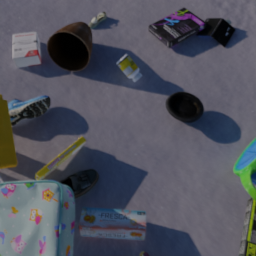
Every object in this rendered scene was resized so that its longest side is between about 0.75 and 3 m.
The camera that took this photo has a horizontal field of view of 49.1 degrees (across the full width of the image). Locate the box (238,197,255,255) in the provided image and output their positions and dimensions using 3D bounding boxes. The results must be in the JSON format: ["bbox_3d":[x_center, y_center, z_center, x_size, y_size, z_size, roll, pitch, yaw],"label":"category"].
[{"bbox_3d":[4.582,3.542,8.314,2.286,0.562,2.367,16,62,11],"label":"box"}]

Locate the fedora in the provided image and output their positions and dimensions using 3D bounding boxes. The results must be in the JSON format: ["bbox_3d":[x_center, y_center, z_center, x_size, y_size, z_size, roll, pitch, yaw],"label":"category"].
[{"bbox_3d":[2.100,-0.666,10.624,1.457,0.665,1.457,-1,58,1],"label":"fedora"}]

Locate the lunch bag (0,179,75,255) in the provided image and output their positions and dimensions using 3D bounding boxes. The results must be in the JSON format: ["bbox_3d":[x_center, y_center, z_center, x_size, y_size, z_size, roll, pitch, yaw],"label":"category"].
[{"bbox_3d":[-2.742,2.863,7.802,2.340,1.125,2.918,-4,73,10],"label":"lunch bag"}]

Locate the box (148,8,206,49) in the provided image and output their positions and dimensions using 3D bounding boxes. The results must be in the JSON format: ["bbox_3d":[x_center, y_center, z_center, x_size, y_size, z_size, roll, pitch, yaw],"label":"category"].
[{"bbox_3d":[2.248,-4.664,12.963,2.173,0.392,1.553,-33,60,-14],"label":"box"}]

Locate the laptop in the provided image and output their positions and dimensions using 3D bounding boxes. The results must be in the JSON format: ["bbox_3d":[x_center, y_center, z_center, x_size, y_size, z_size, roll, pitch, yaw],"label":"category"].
[{"bbox_3d":[4.076,-4.433,13.020,1.328,0.686,1.177,36,74,-9],"label":"laptop"}]

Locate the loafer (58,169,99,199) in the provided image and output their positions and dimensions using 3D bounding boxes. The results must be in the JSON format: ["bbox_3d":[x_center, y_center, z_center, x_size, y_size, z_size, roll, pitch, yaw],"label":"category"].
[{"bbox_3d":[-1.904,1.944,9.143,2.082,0.655,0.748,-28,62,-15],"label":"loafer"}]

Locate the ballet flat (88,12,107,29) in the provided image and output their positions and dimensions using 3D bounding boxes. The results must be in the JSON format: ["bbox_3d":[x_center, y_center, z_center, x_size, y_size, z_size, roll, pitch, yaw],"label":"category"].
[{"bbox_3d":[-1.483,-5.192,13.376,0.381,0.360,1.129,39,68,20],"label":"ballet flat"}]

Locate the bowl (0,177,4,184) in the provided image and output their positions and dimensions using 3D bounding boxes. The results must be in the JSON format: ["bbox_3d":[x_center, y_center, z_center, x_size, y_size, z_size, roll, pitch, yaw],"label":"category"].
[{"bbox_3d":[-4.916,2.206,8.640,2.143,0.800,2.140,-32,80,-27],"label":"bowl"}]

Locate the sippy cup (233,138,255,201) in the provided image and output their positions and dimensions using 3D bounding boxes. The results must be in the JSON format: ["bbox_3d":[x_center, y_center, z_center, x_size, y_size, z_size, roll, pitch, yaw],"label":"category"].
[{"bbox_3d":[4.788,1.274,8.916,1.924,2.061,2.625,39,93,8],"label":"sippy cup"}]

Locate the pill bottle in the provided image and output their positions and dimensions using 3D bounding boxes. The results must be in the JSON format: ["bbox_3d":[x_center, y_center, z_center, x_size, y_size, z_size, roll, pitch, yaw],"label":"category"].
[{"bbox_3d":[0.072,-2.397,11.356,1.061,0.594,0.594,49,67,-11],"label":"pill bottle"}]

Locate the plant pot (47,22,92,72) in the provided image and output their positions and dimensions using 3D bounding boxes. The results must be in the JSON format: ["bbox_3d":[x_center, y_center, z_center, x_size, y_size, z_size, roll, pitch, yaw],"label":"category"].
[{"bbox_3d":[-2.223,-3.672,11.892,1.784,1.784,1.908,10,46,6],"label":"plant pot"}]

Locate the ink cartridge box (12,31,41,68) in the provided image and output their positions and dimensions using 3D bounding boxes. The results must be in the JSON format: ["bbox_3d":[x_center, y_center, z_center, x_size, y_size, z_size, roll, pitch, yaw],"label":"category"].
[{"bbox_3d":[-4.422,-3.427,12.228,1.069,0.603,1.456,-9,61,-5],"label":"ink cartridge box"}]

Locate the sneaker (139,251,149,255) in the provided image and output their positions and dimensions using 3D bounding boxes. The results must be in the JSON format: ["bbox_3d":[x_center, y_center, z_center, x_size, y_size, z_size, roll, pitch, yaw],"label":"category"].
[{"bbox_3d":[0.905,4.387,7.795,0.877,0.729,1.946,-12,67,-15],"label":"sneaker"}]

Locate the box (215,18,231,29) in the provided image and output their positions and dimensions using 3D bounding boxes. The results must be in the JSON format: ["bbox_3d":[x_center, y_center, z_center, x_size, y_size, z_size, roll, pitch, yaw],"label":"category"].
[{"bbox_3d":[4.393,-4.744,13.072,0.798,0.379,0.310,-36,90,-17],"label":"box"}]

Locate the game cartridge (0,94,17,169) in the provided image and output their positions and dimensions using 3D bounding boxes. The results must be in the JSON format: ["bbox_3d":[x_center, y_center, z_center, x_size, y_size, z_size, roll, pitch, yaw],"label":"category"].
[{"bbox_3d":[-5.089,0.202,8.570,2.863,0.464,2.524,-5,73,-32],"label":"game cartridge"}]

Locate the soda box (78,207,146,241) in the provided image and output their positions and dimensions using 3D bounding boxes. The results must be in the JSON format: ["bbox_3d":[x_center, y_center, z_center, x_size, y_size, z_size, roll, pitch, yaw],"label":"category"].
[{"bbox_3d":[-0.458,2.917,8.524,1.996,0.635,0.683,4,42,2],"label":"soda box"}]

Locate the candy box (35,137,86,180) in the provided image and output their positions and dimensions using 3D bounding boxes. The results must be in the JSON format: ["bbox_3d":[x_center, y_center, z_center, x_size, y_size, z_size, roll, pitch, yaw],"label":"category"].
[{"bbox_3d":[-2.267,1.049,9.389,1.928,0.986,0.255,-41,92,-26],"label":"candy box"}]

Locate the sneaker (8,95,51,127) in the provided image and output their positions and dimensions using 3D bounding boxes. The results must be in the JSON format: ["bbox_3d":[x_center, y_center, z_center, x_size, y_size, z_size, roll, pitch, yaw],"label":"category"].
[{"bbox_3d":[-4.036,-0.844,10.653,2.141,0.839,0.963,-22,59,-12],"label":"sneaker"}]
